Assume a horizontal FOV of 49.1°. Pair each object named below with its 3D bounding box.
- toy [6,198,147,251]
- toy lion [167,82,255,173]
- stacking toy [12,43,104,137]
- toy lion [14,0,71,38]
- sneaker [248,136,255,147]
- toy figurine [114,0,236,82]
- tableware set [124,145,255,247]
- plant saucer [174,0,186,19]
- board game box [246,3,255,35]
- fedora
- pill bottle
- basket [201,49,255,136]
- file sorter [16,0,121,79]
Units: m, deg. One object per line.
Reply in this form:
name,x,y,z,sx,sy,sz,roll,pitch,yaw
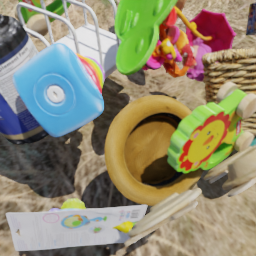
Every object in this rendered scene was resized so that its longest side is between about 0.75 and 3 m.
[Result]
toy,-0.819,1.544,4.707,2.090,1.204,0.493,3,41,-9
toy lion,1.248,0.163,4.258,1.506,1.572,0.540,-39,53,-10
stacking toy,-0.875,-0.873,5.108,1.187,1.255,2.163,-27,13,20
toy lion,-2.189,-4.237,7.522,2.779,2.899,0.995,-39,73,-7
sneaker,3.321,0.150,6.069,2.168,0.774,0.866,-15,24,-22
toy figurine,1.243,-1.940,6.105,2.546,2.077,2.766,21,74,-34
tableware set,1.033,0.813,3.730,2.117,2.534,0.294,-33,77,4
plant saucer,0.939,-4.050,7.364,0.468,2.500,2.500,-4,56,-13
board game box,3.699,-3.073,7.972,0.277,0.899,0.898,-1,23,2
fedora,0.446,0.403,5.119,2.006,0.818,2.006,4,79,-19
pill bottle,-2.326,-1.068,5.171,1.493,2.670,1.493,-13,42,12
basket,2.826,-1.062,5.555,2.527,1.883,1.804,-3,36,21
file sorter,-1.387,-2.312,6.934,2.021,1.813,2.912,30,57,25
